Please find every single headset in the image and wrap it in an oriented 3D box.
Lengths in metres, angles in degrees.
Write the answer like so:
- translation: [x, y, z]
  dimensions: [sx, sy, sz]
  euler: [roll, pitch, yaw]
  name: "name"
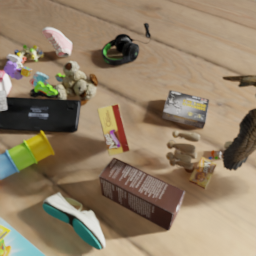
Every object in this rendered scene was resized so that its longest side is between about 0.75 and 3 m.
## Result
- translation: [-0.061, -3.549, 11.867]
  dimensions: [2.297, 1.079, 1.418]
  euler: [-29, 55, -9]
  name: "headset"

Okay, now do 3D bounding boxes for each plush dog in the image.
- translation: [-1.771, -1.486, 10.160]
  dimensions: [1.304, 1.519, 1.218]
  euler: [31, 11, 10]
  name: "plush dog"

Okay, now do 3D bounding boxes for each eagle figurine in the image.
- translation: [3.620, -0.027, 7.119]
  dimensions: [2.046, 2.711, 2.057]
  euler: [-5, 7, -25]
  name: "eagle figurine"

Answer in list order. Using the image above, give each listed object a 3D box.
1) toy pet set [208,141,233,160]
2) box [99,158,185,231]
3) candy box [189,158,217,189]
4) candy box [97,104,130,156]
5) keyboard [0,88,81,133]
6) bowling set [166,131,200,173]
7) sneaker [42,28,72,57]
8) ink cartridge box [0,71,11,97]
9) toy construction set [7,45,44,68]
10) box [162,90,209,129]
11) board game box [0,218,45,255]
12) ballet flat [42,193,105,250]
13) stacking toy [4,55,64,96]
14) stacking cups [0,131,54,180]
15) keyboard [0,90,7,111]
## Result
- translation: [3.006, 0.805, 8.513]
  dimensions: [0.822, 0.437, 0.768]
  euler: [-7, 39, 47]
  name: "toy pet set"
- translation: [0.322, 1.701, 7.298]
  dimensions: [2.095, 1.049, 0.785]
  euler: [25, 53, 20]
  name: "box"
- translation: [2.194, 1.310, 8.176]
  dimensions: [0.493, 0.236, 0.854]
  euler: [26, 54, 21]
  name: "candy box"
- translation: [-0.451, 0.002, 7.898]
  dimensions: [0.598, 2.119, 1.236]
  euler: [-14, 94, -6]
  name: "candy box"
- translation: [-2.992, -0.615, 9.588]
  dimensions: [2.686, 0.345, 1.613]
  euler: [3, 69, -1]
  name: "keyboard"
- translation: [1.499, 0.850, 8.067]
  dimensions: [0.825, 1.069, 1.536]
  euler: [9, 28, 22]
  name: "bowling set"
- translation: [-2.936, -3.497, 11.679]
  dimensions: [0.567, 1.505, 0.787]
  euler: [-12, 67, 30]
  name: "sneaker"
- translation: [-5.433, -1.401, 10.188]
  dimensions: [1.852, 0.767, 1.357]
  euler: [0, 49, 0]
  name: "ink cartridge box"
- translation: [-4.333, -2.862, 11.565]
  dimensions: [1.035, 0.727, 1.579]
  euler: [15, 39, 13]
  name: "toy construction set"
- translation: [2.011, -0.667, 9.774]
  dimensions: [1.464, 0.354, 1.160]
  euler: [15, 51, 8]
  name: "box"
- translation: [-2.948, 3.133, 6.081]
  dimensions: [2.334, 0.548, 1.762]
  euler: [31, 49, 16]
  name: "board game box"
- translation: [-1.268, 2.252, 7.110]
  dimensions: [2.021, 0.702, 0.702]
  euler: [26, 54, 23]
  name: "ballet flat"
- translation: [-3.561, -1.782, 9.887]
  dimensions: [2.709, 0.636, 2.042]
  euler: [21, 20, -3]
  name: "stacking toy"
- translation: [-3.576, 1.034, 7.980]
  dimensions: [2.792, 0.845, 0.845]
  euler: [-27, 54, -21]
  name: "stacking cups"
- translation: [-5.268, -0.715, 9.373]
  dimensions: [2.457, 0.131, 0.691]
  euler: [-10, 88, 3]
  name: "keyboard"
